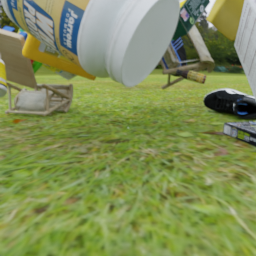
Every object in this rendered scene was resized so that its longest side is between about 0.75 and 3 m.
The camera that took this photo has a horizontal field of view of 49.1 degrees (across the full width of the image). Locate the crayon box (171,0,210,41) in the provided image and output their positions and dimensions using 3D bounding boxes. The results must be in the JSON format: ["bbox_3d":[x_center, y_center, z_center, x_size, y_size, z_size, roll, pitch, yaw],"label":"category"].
[{"bbox_3d":[0.838,-2.789,7.561,2.377,0.604,1.509,-5,42,50],"label":"crayon box"}]

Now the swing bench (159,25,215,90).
[{"bbox_3d":[1.608,-2.488,8.895,1.815,1.805,1.177,-21,-17,-1],"label":"swing bench"}]

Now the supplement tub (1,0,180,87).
[{"bbox_3d":[-0.719,-2.280,5.388,2.917,2.110,2.110,35,25,17],"label":"supplement tub"}]

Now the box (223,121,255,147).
[{"bbox_3d":[3.465,0.134,7.431,1.191,0.329,1.486,-3,13,-16],"label":"box"}]

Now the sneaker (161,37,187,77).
[{"bbox_3d":[1.516,-3.235,10.502,0.972,2.773,1.080,-14,-4,29],"label":"sneaker"}]

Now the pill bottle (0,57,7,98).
[{"bbox_3d":[-3.452,-1.386,7.093,0.647,1.163,0.647,-12,-17,-4],"label":"pill bottle"}]

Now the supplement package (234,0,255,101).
[{"bbox_3d":[3.496,-1.803,6.280,1.444,1.449,2.471,-1,49,5],"label":"supplement package"}]

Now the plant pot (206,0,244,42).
[{"bbox_3d":[2.957,-3.200,7.910,1.260,1.112,1.260,35,26,-12],"label":"plant pot"}]

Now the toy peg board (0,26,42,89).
[{"bbox_3d":[-3.859,-2.548,9.052,2.017,2.009,0.987,18,54,9],"label":"toy peg board"}]

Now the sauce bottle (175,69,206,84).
[{"bbox_3d":[1.794,-1.483,8.037,0.866,0.286,0.286,15,15,8],"label":"sauce bottle"}]

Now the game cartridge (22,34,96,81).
[{"bbox_3d":[-1.369,-2.773,7.812,2.311,2.622,0.425,14,34,-34],"label":"game cartridge"}]

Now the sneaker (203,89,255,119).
[{"bbox_3d":[3.921,-0.928,10.603,2.619,0.957,1.465,11,16,35],"label":"sneaker"}]

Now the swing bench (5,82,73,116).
[{"bbox_3d":[-3.538,-1.193,11.287,1.937,1.263,1.947,5,9,21],"label":"swing bench"}]

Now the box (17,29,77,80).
[{"bbox_3d":[-3.316,-2.916,10.892,2.918,0.706,1.712,26,-9,-24],"label":"box"}]

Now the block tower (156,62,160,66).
[{"bbox_3d":[1.105,-2.913,11.228,0.798,0.854,2.953,-3,18,45],"label":"block tower"}]
